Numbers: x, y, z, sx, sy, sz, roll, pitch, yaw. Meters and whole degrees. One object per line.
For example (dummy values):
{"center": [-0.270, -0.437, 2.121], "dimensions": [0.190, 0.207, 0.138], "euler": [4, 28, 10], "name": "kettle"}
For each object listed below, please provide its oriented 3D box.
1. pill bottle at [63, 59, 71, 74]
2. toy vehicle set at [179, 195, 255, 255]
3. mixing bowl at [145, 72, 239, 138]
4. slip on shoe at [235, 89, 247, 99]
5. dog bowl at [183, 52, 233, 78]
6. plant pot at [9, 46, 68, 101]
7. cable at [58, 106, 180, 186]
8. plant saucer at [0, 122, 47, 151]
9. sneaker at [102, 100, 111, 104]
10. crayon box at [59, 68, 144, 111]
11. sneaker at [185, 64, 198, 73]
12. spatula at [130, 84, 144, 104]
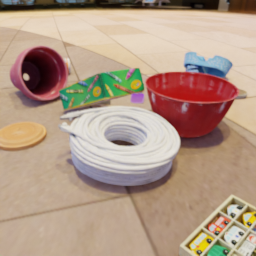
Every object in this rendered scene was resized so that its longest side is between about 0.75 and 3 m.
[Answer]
{"center": [-3.821, -3.256, 14.967], "dimensions": [1.394, 0.796, 0.796], "euler": [-8, 30, -13], "name": "pill bottle"}
{"center": [2.119, 2.216, 5.551], "dimensions": [2.019, 0.268, 1.255], "euler": [-25, 38, -38], "name": "toy vehicle set"}
{"center": [1.985, -0.703, 9.420], "dimensions": [2.985, 1.617, 2.985], "euler": [2, 27, -1], "name": "mixing bowl"}
{"center": [4.317, -1.805, 12.528], "dimensions": [1.976, 0.599, 0.751], "euler": [20, 35, 32], "name": "slip on shoe"}
{"center": [4.027, -3.221, 14.478], "dimensions": [2.543, 0.630, 1.417], "euler": [19, -6, 29], "name": "dog bowl"}
{"center": [-4.041, -2.294, 12.068], "dimensions": [1.986, 2.219, 2.219], "euler": [7, 25, 46], "name": "plant pot"}
{"center": [-0.132, 0.408, 7.837], "dimensions": [2.997, 1.038, 2.997], "euler": [-17, 39, -35], "name": "cable"}
{"center": [-3.551, 0.206, 9.223], "dimensions": [1.657, 0.267, 1.657], "euler": [0, 28, 0], "name": "plant saucer"}
{"center": [-1.036, -1.249, 11.760], "dimensions": [0.808, 0.299, 0.331], "euler": [13, 53, 22], "name": "sneaker"}
{"center": [-1.020, -1.330, 9.959], "dimensions": [1.700, 0.834, 2.863], "euler": [-17, 6, -39], "name": "crayon box"}
{"center": [3.281, -2.854, 14.330], "dimensions": [0.649, 0.721, 1.754], "euler": [1, 30, -3], "name": "sneaker"}
{"center": [0.504, -1.600, 12.555], "dimensions": [0.578, 0.210, 2.047], "euler": [2, 29, 9], "name": "spatula"}
